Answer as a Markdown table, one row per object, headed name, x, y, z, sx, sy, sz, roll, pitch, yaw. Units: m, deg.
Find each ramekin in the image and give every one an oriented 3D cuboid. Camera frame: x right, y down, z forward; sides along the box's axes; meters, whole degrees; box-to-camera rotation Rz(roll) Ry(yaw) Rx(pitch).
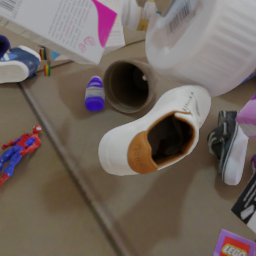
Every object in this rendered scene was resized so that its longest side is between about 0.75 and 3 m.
| name | x | y | z | sx | sy | sz | roll | pitch | yaw |
| --- | --- | --- | --- | --- | --- | --- | --- | --- | --- |
| ramekin | 1.575 | -2.202 | 6.104 | 1.369 | 2.809 | 2.809 | 14 | 37 | -28 |

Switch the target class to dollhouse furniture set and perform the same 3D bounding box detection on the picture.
| name | x | y | z | sx | sy | sz | roll | pitch | yaw |
| --- | --- | --- | --- | --- | --- | --- | --- | --- | --- |
| dollhouse furniture set | 0.971 | -2.969 | 5.949 | 1.086 | 1.571 | 1.664 | -5 | 63 | -25 |

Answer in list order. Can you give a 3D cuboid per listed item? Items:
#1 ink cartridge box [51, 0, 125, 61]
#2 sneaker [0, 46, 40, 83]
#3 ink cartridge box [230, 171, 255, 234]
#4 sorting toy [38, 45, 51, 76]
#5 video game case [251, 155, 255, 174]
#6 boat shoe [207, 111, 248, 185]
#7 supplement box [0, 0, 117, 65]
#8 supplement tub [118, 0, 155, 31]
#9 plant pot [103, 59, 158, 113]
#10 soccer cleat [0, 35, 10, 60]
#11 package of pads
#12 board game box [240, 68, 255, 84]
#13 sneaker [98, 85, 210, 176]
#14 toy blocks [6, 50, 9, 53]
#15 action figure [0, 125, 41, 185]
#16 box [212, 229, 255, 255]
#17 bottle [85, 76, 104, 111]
| name | x | y | z | sx | sy | sz | roll | pitch | yaw |
| --- | --- | --- | --- | --- | --- | --- | --- | --- | --- |
| ink cartridge box | -1.387 | -3.427 | 7.874 | 1.721 | 2.677 | 1.676 | -14 | 10 | -26 |
| sneaker | -4.333 | -2.310 | 9.970 | 2.386 | 0.961 | 1.747 | 3 | 35 | 8 |
| ink cartridge box | 2.074 | 0.388 | 3.016 | 0.452 | 2.047 | 0.962 | 23 | 11 | -28 |
| sorting toy | -1.890 | -1.942 | 6.327 | 0.244 | 0.697 | 1.445 | 0 | 69 | -12 |
| video game case | 3.783 | 1.341 | 6.490 | 1.609 | 0.288 | 1.458 | 7 | 44 | 8 |
| boat shoe | 2.498 | 0.417 | 7.141 | 0.960 | 0.975 | 2.706 | 9 | 33 | 21 |
| supplement box | -1.164 | -1.692 | 4.180 | 1.713 | 0.867 | 0.885 | 22 | 1 | -30 |
| supplement tub | 0.695 | -3.954 | 9.296 | 1.999 | 1.444 | 1.444 | 2 | 43 | -10 |
| plant pot | 0.249 | -1.424 | 8.669 | 1.592 | 1.592 | 1.381 | 22 | 32 | 22 |
| soccer cleat | -3.091 | -1.059 | 5.024 | 1.117 | 0.863 | 2.671 | 3 | 43 | 11 |
| package of pads | 3.126 | -0.590 | 5.358 | 1.976 | 0.748 | 1.191 | -48 | 23 | -9 |
| board game box | 4.085 | -2.354 | 10.010 | 2.421 | 0.419 | 1.640 | -28 | 36 | -26 |
| sneaker | 0.929 | -0.004 | 4.861 | 1.231 | 1.059 | 2.908 | -4 | 23 | 47 |
| toy blocks | -5.329 | -3.034 | 10.989 | 1.024 | 0.446 | 1.229 | -29 | 51 | -27 |
| action figure | -2.859 | 0.623 | 7.133 | 0.680 | 0.537 | 2.079 | 13 | 42 | 17 |
| box | 2.445 | 3.016 | 3.846 | 2.994 | 0.585 | 2.049 | 16 | 63 | 26 |
| bottle | -1.056 | -1.148 | 8.987 | 0.592 | 0.463 | 1.418 | -1 | 44 | -1 |
